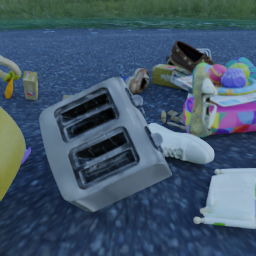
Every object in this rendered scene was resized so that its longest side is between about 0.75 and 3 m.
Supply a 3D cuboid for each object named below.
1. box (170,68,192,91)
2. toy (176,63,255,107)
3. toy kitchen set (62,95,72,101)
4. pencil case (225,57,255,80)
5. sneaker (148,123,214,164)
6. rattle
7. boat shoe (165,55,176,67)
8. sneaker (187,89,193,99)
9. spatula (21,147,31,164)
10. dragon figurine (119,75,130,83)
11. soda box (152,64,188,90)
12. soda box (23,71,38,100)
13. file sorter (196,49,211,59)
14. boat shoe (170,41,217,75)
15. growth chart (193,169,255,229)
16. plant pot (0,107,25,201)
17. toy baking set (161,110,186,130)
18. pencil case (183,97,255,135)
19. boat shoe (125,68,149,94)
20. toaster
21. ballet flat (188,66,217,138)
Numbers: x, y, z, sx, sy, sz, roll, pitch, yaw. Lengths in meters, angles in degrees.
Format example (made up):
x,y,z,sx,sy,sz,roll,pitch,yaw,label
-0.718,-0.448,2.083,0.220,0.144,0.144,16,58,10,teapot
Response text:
x,y,z,sx,sy,sz,roll,pitch,yaw,label
2.114,-1.750,10.355,1.082,0.596,0.188,31,43,24,box
2.586,-1.382,7.525,1.709,0.701,2.968,-11,20,-8,toy
-0.780,0.109,6.013,1.188,1.317,1.074,13,0,36,toy kitchen set
4.155,-1.599,9.636,1.297,1.195,2.807,-13,25,9,pencil case
0.820,0.520,5.970,1.774,0.653,1.025,20,39,40,sneaker
-4.594,-1.961,9.583,1.075,1.651,1.180,10,64,34,rattle
2.161,-3.178,13.603,0.589,0.654,1.818,-2,31,-16,boat shoe
2.695,-1.078,8.930,0.859,0.833,2.352,20,29,37,sneaker
-2.394,0.410,6.327,0.122,0.336,1.190,37,2,-41,spatula
-0.161,-1.865,11.169,0.597,0.353,1.200,2,25,3,dragon figurine
1.968,-1.977,10.997,2.055,0.696,0.658,17,31,31,soda box
-3.180,-1.370,9.175,0.388,1.146,0.367,5,64,-13,soda box
2.771,-2.673,11.724,1.064,0.955,1.534,6,27,30,file sorter
2.440,-2.194,9.619,2.264,0.796,0.797,33,56,15,boat shoe
1.873,1.109,4.704,1.170,0.143,1.616,1,26,29,growth chart
-2.905,0.812,3.444,2.732,2.732,1.939,0,52,1,plant pot
1.418,-0.282,8.094,0.938,0.142,1.222,4,26,8,toy baking set
2.643,-0.339,7.184,2.479,1.096,1.096,-4,26,-7,pencil case
0.483,-1.742,10.634,0.660,0.696,1.839,14,38,19,boat shoe
-0.439,0.305,4.652,1.888,1.120,1.707,-25,64,1,toaster
1.689,-0.585,6.170,0.576,1.629,0.576,7,-8,1,ballet flat
